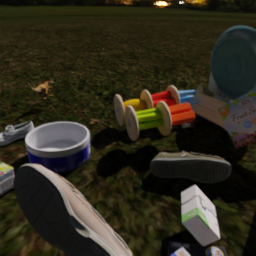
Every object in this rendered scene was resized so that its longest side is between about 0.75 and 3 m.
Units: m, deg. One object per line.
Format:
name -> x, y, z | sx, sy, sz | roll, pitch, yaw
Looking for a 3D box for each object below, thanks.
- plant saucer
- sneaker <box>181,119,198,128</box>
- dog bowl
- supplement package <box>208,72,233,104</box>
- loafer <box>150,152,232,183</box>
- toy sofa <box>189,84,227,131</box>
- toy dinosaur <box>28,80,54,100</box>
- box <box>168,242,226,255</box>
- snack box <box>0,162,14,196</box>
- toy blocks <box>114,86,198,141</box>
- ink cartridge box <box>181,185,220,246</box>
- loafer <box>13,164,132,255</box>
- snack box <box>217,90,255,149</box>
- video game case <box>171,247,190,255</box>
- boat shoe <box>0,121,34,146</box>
plant saucer -> 3.769, -2.133, 9.773 | 0.367, 2.678, 2.678 | -18, 32, -23
sneaker -> 2.152, -0.301, 9.934 | 0.590, 0.386, 1.021 | 5, 37, -1
dog bowl -> -1.956, 0.501, 7.922 | 1.742, 0.686, 1.742 | 0, 26, 0
supplement package -> 4.643, -1.734, 11.597 | 2.294, 1.346, 1.341 | -14, 30, -25
loafer -> 1.572, 0.879, 7.110 | 1.993, 0.750, 0.694 | 5, 32, 10
toy sofa -> 3.295, -0.588, 9.872 | 0.973, 1.146, 2.349 | 22, 8, -39
toy dinosaur -> -3.399, -1.485, 10.933 | 0.438, 0.770, 1.449 | -21, 13, 24
box -> 1.181, 2.369, 4.761 | 1.006, 0.223, 0.806 | 4, 27, 7
snack box -> -3.904, 1.390, 6.233 | 1.545, 0.576, 2.173 | 15, 30, 28
toy blocks -> 1.225, -0.610, 9.043 | 2.924, 1.062, 2.437 | -11, 23, -14
ink cartridge box -> 1.332, 1.619, 5.264 | 0.376, 0.651, 0.895 | -37, 13, 22
loafer -> -0.963, 1.621, 4.893 | 2.560, 0.920, 0.805 | 43, 15, 15
snack box -> 3.371, -0.296, 7.561 | 1.479, 1.248, 0.501 | -26, -9, 25
video game case -> 0.695, 2.542, 4.019 | 1.260, 0.286, 1.142 | -24, 41, -25
boat shoe -> -3.695, 0.137, 8.871 | 1.425, 0.476, 0.524 | -24, 35, -38
